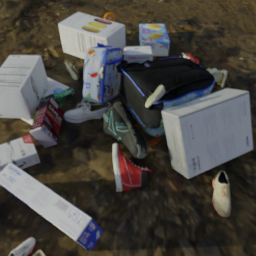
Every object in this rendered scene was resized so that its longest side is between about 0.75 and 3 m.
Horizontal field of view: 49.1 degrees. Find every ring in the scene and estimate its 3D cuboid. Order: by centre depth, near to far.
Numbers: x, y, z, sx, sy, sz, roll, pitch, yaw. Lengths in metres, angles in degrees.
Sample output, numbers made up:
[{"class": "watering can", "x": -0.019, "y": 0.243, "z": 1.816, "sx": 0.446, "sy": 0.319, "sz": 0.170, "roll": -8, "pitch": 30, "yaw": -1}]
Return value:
[{"class": "ring", "x": 0.601, "y": 0.203, "z": 10.292, "sx": 1.232, "sy": 0.118, "sz": 1.232, "roll": 0, "pitch": 45, "yaw": 0}]

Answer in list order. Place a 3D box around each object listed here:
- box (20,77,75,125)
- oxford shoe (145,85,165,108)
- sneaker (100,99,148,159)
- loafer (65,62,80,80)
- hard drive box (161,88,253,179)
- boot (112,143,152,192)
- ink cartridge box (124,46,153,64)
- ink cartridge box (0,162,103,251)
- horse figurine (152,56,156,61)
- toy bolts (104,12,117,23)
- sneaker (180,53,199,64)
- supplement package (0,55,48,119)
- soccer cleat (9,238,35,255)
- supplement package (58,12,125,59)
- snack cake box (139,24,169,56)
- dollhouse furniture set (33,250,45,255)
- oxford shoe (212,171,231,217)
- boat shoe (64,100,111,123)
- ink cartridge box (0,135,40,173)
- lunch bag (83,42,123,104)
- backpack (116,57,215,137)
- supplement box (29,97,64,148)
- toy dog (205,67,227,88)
[{"class": "box", "x": -3.561, "y": -1.137, "z": 11.408, "sx": 1.653, "sy": 0.416, "sz": 2.291, "roll": 25, "pitch": 52, "yaw": 23}, {"class": "oxford shoe", "x": 0.823, "y": -0.900, "z": 8.327, "sx": 0.801, "sy": 0.231, "sz": 0.301, "roll": -49, "pitch": 36, "yaw": 1}, {"class": "sneaker", "x": -0.176, "y": 0.170, "z": 9.824, "sx": 1.097, "sy": 1.043, "sz": 2.768, "roll": -36, "pitch": 44, "yaw": 9}, {"class": "loafer", "x": -2.491, "y": -2.698, "z": 12.875, "sx": 0.473, "sy": 0.510, "sz": 1.357, "roll": -24, "pitch": 50, "yaw": -14}, {"class": "hard drive box", "x": 2.575, "y": 0.110, "z": 8.904, "sx": 2.629, "sy": 2.049, "sz": 1.010, "roll": -19, "pitch": 20, "yaw": -18}, {"class": "boot", "x": 0.099, "y": 1.185, "z": 8.983, "sx": 1.194, "sy": 0.599, "sz": 1.654, "roll": -8, "pitch": 56, "yaw": -7}, {"class": "ink cartridge box", "x": 0.423, "y": -2.594, "z": 11.997, "sx": 1.160, "sy": 1.598, "sz": 0.666, "roll": -3, "pitch": 43, "yaw": -2}, {"class": "ink cartridge box", "x": -2.105, "y": 2.092, "z": 7.498, "sx": 2.911, "sy": 1.369, "sz": 0.644, "roll": 27, "pitch": 64, "yaw": 23}, {"class": "horse figurine", "x": 0.861, "y": -3.263, "z": 13.556, "sx": 0.733, "sy": 0.276, "sz": 1.106, "roll": 17, "pitch": 34, "yaw": 17}, {"class": "toy bolts", "x": -0.967, "y": -5.197, "z": 14.926, "sx": 1.460, "sy": 1.394, "sz": 1.012, "roll": -34, "pitch": 58, "yaw": -6}, {"class": "sneaker", "x": 3.008, "y": -3.012, "z": 13.102, "sx": 0.759, "sy": 0.689, "sz": 1.789, "roll": -6, "pitch": 46, "yaw": -12}, {"class": "supplement package", "x": -4.107, "y": -1.597, "z": 10.631, "sx": 1.345, "sy": 1.341, "sz": 2.294, "roll": 3, "pitch": 46, "yaw": 5}, {"class": "soccer cleat", "x": -2.774, "y": 3.188, "z": 7.144, "sx": 0.328, "sy": 0.408, "sz": 0.957, "roll": 29, "pitch": 52, "yaw": 25}, {"class": "supplement package", "x": -1.719, "y": -4.356, "z": 13.743, "sx": 2.853, "sy": 1.563, "sz": 1.623, "roll": 23, "pitch": 51, "yaw": 22}, {"class": "snack cake box", "x": 1.282, "y": -4.538, "z": 14.372, "sx": 1.361, "sy": 0.795, "sz": 2.367, "roll": 0, "pitch": 40, "yaw": -1}, {"class": "dollhouse furniture set", "x": -2.797, "y": 3.247, "z": 6.658, "sx": 1.426, "sy": 1.012, "sz": 1.130, "roll": -35, "pitch": 55, "yaw": -30}, {"class": "oxford shoe", "x": 2.778, "y": 1.921, "z": 8.311, "sx": 0.501, "sy": 0.522, "sz": 1.415, "roll": 2, "pitch": 45, "yaw": 2}, {"class": "boat shoe", "x": -1.542, "y": -0.710, "z": 10.712, "sx": 1.877, "sy": 0.800, "sz": 0.693, "roll": -5, "pitch": 46, "yaw": -5}, {"class": "ink cartridge box", "x": -3.722, "y": 0.913, "z": 9.295, "sx": 1.291, "sy": 0.535, "sz": 0.948, "roll": -20, "pitch": 49, "yaw": -19}, {"class": "lunch bag", "x": -0.907, "y": -2.140, "z": 10.752, "sx": 1.020, "sy": 2.163, "sz": 2.699, "roll": 11, "pitch": 19, "yaw": 8}, {"class": "backpack", "x": 1.408, "y": -1.279, "z": 10.295, "sx": 2.955, "sy": 2.171, "sz": 2.704, "roll": -19, "pitch": 48, "yaw": -21}, {"class": "supplement box", "x": -2.880, "y": -0.217, "z": 10.088, "sx": 0.507, "sy": 0.907, "sz": 1.666, "roll": -18, "pitch": 43, "yaw": 18}, {"class": "toy dog", "x": 3.811, "y": -2.362, "z": 12.420, "sx": 1.062, "sy": 0.741, "sz": 1.029, "roll": 17, "pitch": 39, "yaw": 18}]
